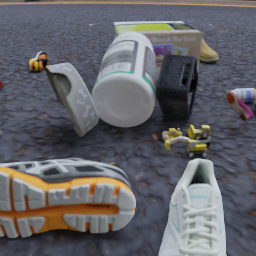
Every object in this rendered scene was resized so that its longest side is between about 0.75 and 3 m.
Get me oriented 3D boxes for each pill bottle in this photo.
[{"bbox_3d":[-0.007,-1.507,7.931,1.618,1.618,2.861,3,42,5],"label":"pill bottle"},{"bbox_3d":[3.543,-1.011,8.767,0.787,0.441,0.441,-4,30,-7],"label":"pill bottle"}]

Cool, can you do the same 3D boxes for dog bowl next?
[{"bbox_3d":[-1.325,-0.715,6.734,0.540,1.842,1.842,-28,37,-16],"label":"dog bowl"}]

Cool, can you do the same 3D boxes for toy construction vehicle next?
[{"bbox_3d":[1.432,0.209,6.612,1.199,0.422,1.044,1,29,2],"label":"toy construction vehicle"}]

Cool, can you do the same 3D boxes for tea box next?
[{"bbox_3d":[0.941,-2.890,10.601,2.818,1.883,2.772,-2,27,-3],"label":"tea box"}]

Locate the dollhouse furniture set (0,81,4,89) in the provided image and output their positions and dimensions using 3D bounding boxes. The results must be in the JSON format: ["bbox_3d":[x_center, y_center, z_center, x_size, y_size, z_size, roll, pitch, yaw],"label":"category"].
[{"bbox_3d":[-4.888,-1.443,9.698,0.998,0.406,0.537,-30,38,-14],"label":"dollhouse furniture set"}]

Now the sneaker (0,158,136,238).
[{"bbox_3d":[-1.372,1.017,4.628,2.965,1.161,1.145,6,21,-2],"label":"sneaker"}]

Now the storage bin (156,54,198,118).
[{"bbox_3d":[1.310,-1.042,7.302,0.788,1.137,1.682,10,-13,18],"label":"storage bin"}]

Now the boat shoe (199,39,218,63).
[{"bbox_3d":[3.383,-3.712,13.123,0.814,0.865,2.270,-14,32,-23],"label":"boat shoe"}]

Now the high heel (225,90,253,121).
[{"bbox_3d":[2.884,-0.594,7.267,0.444,0.312,0.924,-17,76,-40],"label":"high heel"}]

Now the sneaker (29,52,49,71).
[{"bbox_3d":[-3.634,-2.794,11.927,0.687,0.534,1.527,10,33,2],"label":"sneaker"}]

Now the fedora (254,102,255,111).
[{"bbox_3d":[4.914,-0.864,7.714,2.647,1.209,2.647,0,29,0],"label":"fedora"}]

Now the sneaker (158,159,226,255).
[{"bbox_3d":[0.898,1.404,3.903,0.908,1.034,2.581,6,31,7],"label":"sneaker"}]
